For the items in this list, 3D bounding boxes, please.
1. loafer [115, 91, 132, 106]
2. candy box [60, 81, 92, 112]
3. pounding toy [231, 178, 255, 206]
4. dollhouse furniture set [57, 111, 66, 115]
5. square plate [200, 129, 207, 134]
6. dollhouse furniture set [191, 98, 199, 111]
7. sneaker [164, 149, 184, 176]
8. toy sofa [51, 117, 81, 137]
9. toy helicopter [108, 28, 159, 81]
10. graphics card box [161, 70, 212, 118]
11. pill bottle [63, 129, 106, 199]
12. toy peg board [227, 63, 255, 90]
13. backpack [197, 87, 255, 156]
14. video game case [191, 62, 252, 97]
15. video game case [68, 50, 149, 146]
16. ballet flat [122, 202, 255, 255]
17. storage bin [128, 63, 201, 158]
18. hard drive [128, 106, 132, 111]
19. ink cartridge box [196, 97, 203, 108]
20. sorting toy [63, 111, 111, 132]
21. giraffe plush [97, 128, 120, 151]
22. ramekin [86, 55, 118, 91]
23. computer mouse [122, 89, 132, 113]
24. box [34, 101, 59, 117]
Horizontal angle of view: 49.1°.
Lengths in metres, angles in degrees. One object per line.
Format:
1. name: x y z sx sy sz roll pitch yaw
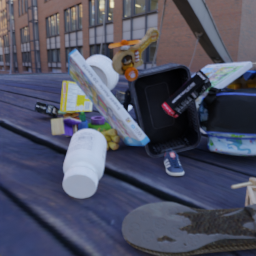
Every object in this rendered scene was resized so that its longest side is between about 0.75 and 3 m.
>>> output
1. loafer: 0.384 -1.681 15.753 2.260 0.817 0.823 -1 13 -8
2. candy box: -2.259 -1.379 12.748 0.334 1.294 2.532 6 5 18
3. pounding toy: 2.278 1.293 4.923 0.912 0.475 1.038 4 15 15
4. dollhouse furniture set: -2.990 -0.864 13.384 0.843 0.423 0.553 1 14 3
5. square plate: 3.255 -0.059 10.722 1.358 0.193 1.345 -3 16 -10
6. dollhouse furniture set: 1.522 -0.986 9.150 1.549 1.532 0.798 -4 11 33
7. sneaker: 1.091 0.819 6.845 0.388 0.438 1.036 -2 15 -8
8. toy sofa: -1.962 -0.006 9.087 0.603 0.512 1.237 -6 -5 8
9. toy helicopter: 0.155 -1.876 6.657 0.559 1.416 0.937 46 1 44
10. graphics card box: 1.351 -0.744 6.406 0.297 1.167 0.732 53 16 19
11. pill bottle: -0.919 0.736 5.932 0.831 0.831 1.454 0 32 0
12. toy peg board: 4.887 -1.253 10.972 1.189 2.421 2.431 -18 22 -40
13. backpack: 3.100 -0.206 7.863 2.324 1.866 2.539 1 8 7
14. video game case: 3.211 -1.935 11.106 2.444 0.270 2.225 -34 22 -21
15. video game case: -0.644 -0.655 7.676 0.252 2.830 2.025 -41 6 -12
16. ballet flat: 1.130 1.510 4.151 2.429 0.563 0.818 -5 47 2
17. storage bin: 0.994 -0.524 7.871 1.571 2.324 1.089 -14 15 -1
18. hard drive: -0.320 -0.963 14.295 0.804 0.163 1.219 3 15 12
19. ink cartridge box: 2.647 -1.517 12.579 1.353 0.781 1.865 -16 44 -26
20. sorting toy: -1.608 -0.272 10.323 1.951 0.801 1.173 0 15 -2
21. giraffe plush: -0.611 0.313 8.479 0.814 0.703 0.660 12 4 8
22. ramekin: -2.158 -3.519 19.412 2.701 2.701 1.418 5 31 18
23. computer mouse: 0.567 -0.386 8.485 1.736 1.219 0.400 27 -18 -17
24. box: -3.558 -0.806 12.295 0.782 0.411 0.955 15 -5 -1
